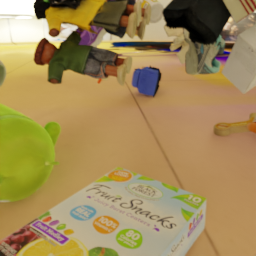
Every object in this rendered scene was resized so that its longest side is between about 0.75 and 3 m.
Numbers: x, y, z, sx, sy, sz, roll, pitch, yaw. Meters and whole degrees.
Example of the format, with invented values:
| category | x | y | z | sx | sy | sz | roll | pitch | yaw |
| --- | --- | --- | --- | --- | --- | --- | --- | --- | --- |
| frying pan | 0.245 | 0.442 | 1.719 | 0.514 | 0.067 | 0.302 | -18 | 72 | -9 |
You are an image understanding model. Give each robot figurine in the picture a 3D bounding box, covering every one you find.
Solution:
| category | x | y | z | sx | sy | sz | roll | pitch | yaw |
| --- | --- | --- | --- | --- | --- | --- | --- | --- | --- |
| robot figurine | -2.499 | 0.386 | 5.370 | 2.385 | 1.573 | 2.719 | -20 | 29 | -41 |

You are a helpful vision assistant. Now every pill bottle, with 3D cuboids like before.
| category | x | y | z | sx | sy | sz | roll | pitch | yaw |
| --- | --- | --- | --- | --- | --- | --- | --- | --- | --- |
| pill bottle | 0.593 | -3.720 | 8.612 | 0.619 | 0.619 | 1.114 | -9 | 44 | -23 |

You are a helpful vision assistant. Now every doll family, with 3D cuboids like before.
| category | x | y | z | sx | sy | sz | roll | pitch | yaw |
| --- | --- | --- | --- | --- | --- | --- | --- | --- | --- |
| doll family | -0.557 | -1.936 | 4.345 | 1.688 | 1.146 | 2.921 | 13 | 50 | 9 |

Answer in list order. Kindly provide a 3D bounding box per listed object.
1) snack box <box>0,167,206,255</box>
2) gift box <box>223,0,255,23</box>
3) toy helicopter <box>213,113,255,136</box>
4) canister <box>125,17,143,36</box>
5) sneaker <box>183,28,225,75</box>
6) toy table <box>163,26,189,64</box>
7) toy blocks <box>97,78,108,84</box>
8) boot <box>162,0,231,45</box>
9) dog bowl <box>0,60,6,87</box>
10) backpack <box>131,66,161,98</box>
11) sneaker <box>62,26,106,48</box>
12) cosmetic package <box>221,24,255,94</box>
| category | x | y | z | sx | sy | sz | roll | pitch | yaw |
| --- | --- | --- | --- | --- | --- | --- | --- | --- | --- |
| snack box | -0.235 | 1.476 | 3.795 | 1.729 | 0.644 | 2.431 | 15 | 26 | 34 |
| gift box | 2.150 | -2.686 | 4.768 | 1.266 | 1.183 | 1.169 | -33 | 4 | -17 |
| toy helicopter | 3.517 | -0.001 | 7.786 | 2.179 | 0.860 | 1.441 | -8 | 29 | 10 |
| canister | 0.240 | -4.750 | 10.832 | 1.569 | 2.113 | 0.915 | 1 | 47 | -34 |
| sneaker | 2.464 | -2.864 | 8.787 | 1.199 | 2.779 | 1.078 | 12 | 55 | 25 |
| toy table | 2.123 | -3.314 | 10.555 | 0.998 | 1.705 | 1.567 | -27 | -9 | 4 |
| toy blocks | -0.736 | -1.467 | 7.414 | 0.297 | 0.818 | 0.682 | 8 | 58 | -34 |
| boot | 2.321 | -2.640 | 5.884 | 2.679 | 2.251 | 1.023 | 31 | -7 | 23 |
| dog bowl | -3.187 | -1.099 | 6.088 | 0.349 | 1.190 | 1.190 | 38 | 31 | 9 |
| backpack | 0.844 | -2.162 | 12.268 | 1.236 | 1.197 | 1.473 | 19 | 20 | 7 |
| sneaker | -0.909 | -2.405 | 6.441 | 0.777 | 0.804 | 1.928 | 18 | 58 | 35 |
| cosmetic package | 3.378 | -1.902 | 7.054 | 1.502 | 1.506 | 0.926 | -33 | 68 | -13 |
